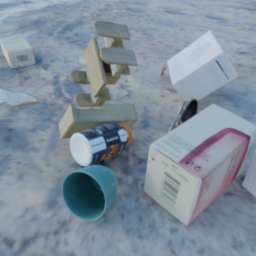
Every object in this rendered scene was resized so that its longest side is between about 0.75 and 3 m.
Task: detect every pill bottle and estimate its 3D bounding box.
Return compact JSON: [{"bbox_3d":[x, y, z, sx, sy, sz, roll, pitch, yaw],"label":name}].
[{"bbox_3d":[-0.614,0.351,7.202,0.850,0.850,1.601,29,32,34],"label":"pill bottle"}]

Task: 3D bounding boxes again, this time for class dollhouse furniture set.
[{"bbox_3d":[-1.117,-1.276,8.337,1.920,2.533,2.890,-3,68,-30],"label":"dollhouse furniture set"}]

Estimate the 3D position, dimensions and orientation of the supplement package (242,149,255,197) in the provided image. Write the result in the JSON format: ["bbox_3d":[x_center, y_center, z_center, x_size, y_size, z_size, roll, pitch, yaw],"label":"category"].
[{"bbox_3d":[3.945,1.396,6.160,1.298,1.250,2.283,-16,39,-21],"label":"supplement package"}]

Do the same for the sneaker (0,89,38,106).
[{"bbox_3d":[-4.066,-1.067,10.331,1.390,0.557,0.489,8,4,-21],"label":"sneaker"}]

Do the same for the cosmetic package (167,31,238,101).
[{"bbox_3d":[2.655,-2.204,10.382,1.983,1.219,1.977,-31,32,24],"label":"cosmetic package"}]

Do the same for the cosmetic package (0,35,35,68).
[{"bbox_3d":[-5.485,-3.798,13.821,1.168,0.825,2.257,-19,41,-25],"label":"cosmetic package"}]

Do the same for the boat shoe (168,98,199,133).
[{"bbox_3d":[1.650,-0.074,8.238,0.631,0.523,1.756,25,69,-4],"label":"boat shoe"}]

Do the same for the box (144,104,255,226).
[{"bbox_3d":[1.748,0.777,6.691,2.504,1.601,1.364,-29,49,-34],"label":"box"}]

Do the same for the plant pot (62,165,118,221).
[{"bbox_3d":[-0.772,1.370,6.385,1.147,1.147,0.920,17,19,22],"label":"plant pot"}]

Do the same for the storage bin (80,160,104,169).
[{"bbox_3d":[-1.020,0.737,7.794,0.641,0.445,0.948,-5,35,-8],"label":"storage bin"}]

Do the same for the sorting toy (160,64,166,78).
[{"bbox_3d":[1.511,-2.424,11.956,0.146,0.602,1.068,19,15,7],"label":"sorting toy"}]
